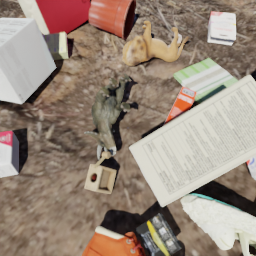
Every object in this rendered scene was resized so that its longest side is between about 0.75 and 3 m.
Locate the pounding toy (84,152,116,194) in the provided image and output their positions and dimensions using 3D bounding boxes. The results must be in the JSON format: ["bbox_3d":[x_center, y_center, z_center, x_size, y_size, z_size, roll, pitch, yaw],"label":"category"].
[{"bbox_3d":[-0.704,1.017,6.665,0.435,0.835,0.950,5,76,36],"label":"pounding toy"}]

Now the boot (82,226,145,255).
[{"bbox_3d":[0.137,2.713,5.325,2.388,0.896,1.280,12,64,26],"label":"boot"}]

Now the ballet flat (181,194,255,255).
[{"bbox_3d":[2.355,2.178,5.779,2.705,0.971,0.971,20,57,-2],"label":"ballet flat"}]

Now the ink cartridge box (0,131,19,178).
[{"bbox_3d":[-3.622,0.749,7.185,1.436,0.599,1.043,-10,54,-6],"label":"ink cartridge box"}]

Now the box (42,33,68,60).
[{"bbox_3d":[-2.533,-2.776,9.598,0.887,0.429,0.780,-7,73,-4],"label":"box"}]

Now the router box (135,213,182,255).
[{"bbox_3d":[0.631,2.306,5.873,0.634,0.211,0.806,-36,69,10],"label":"router box"}]

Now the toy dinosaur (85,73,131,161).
[{"bbox_3d":[-0.578,-0.632,7.579,1.065,1.415,2.767,24,44,-24],"label":"toy dinosaur"}]

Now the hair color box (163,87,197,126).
[{"bbox_3d":[1.357,-0.322,7.715,0.469,0.814,1.467,24,60,8],"label":"hair color box"}]

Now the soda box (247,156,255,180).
[{"bbox_3d":[3.236,0.866,7.229,0.279,0.300,0.879,-27,51,28],"label":"soda box"}]

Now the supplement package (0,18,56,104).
[{"bbox_3d":[-3.390,-1.986,8.166,1.319,1.715,1.793,12,51,23],"label":"supplement package"}]

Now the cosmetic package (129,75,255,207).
[{"bbox_3d":[1.685,0.329,6.124,2.881,1.257,1.489,-30,77,10],"label":"cosmetic package"}]

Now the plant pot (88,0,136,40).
[{"bbox_3d":[-0.588,-4.010,9.916,1.353,1.391,1.391,18,57,7],"label":"plant pot"}]

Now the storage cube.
[{"bbox_3d":[-2.703,-4.639,10.062,1.923,2.139,1.828,-40,65,-17],"label":"storage cube"}]

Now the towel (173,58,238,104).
[{"bbox_3d":[2.670,-1.262,8.817,1.622,0.334,2.174,-25,57,-19],"label":"towel"}]

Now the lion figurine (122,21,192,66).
[{"bbox_3d":[0.989,-2.644,9.325,2.302,0.834,1.410,7,90,-10],"label":"lion figurine"}]

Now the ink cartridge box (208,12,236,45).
[{"bbox_3d":[3.407,-3.557,10.220,0.901,0.522,1.547,10,54,6],"label":"ink cartridge box"}]
